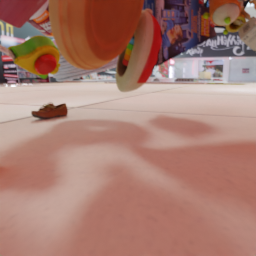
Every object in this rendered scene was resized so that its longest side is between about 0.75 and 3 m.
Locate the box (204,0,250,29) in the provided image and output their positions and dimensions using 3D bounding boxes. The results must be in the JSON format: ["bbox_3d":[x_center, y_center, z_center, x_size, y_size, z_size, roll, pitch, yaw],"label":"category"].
[{"bbox_3d":[3.311,-4.167,9.289,2.095,1.665,0.482,-16,54,-45],"label":"box"}]

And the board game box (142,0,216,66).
[{"bbox_3d":[1.392,-3.322,7.894,2.915,2.916,0.899,-17,21,-42],"label":"board game box"}]

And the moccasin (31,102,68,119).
[{"bbox_3d":[-2.732,-0.634,9.838,0.558,0.589,1.527,9,14,37],"label":"moccasin"}]

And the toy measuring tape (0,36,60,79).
[{"bbox_3d":[-2.059,-1.665,5.686,0.854,0.854,2.321,4,-10,21],"label":"toy measuring tape"}]

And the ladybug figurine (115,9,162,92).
[{"bbox_3d":[0.269,-1.763,6.669,0.718,1.997,1.355,8,31,-21],"label":"ladybug figurine"}]

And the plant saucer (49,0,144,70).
[{"bbox_3d":[-0.349,-2.251,4.978,0.486,2.595,2.595,24,19,19],"label":"plant saucer"}]

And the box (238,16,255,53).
[{"bbox_3d":[3.661,-2.209,7.413,1.526,0.522,0.627,32,43,-16],"label":"box"}]

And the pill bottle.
[{"bbox_3d":[-2.947,-3.971,9.139,1.254,1.254,2.289,3,-3,14],"label":"pill bottle"}]

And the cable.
[{"bbox_3d":[-1.367,-2.419,9.924,2.848,0.986,2.847,-19,15,-21],"label":"cable"}]

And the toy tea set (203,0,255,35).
[{"bbox_3d":[3.118,-3.129,6.668,1.529,0.952,2.571,17,-35,-33],"label":"toy tea set"}]

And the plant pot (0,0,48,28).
[{"bbox_3d":[-2.109,-2.851,5.137,1.794,1.606,1.794,35,12,-8],"label":"plant pot"}]
